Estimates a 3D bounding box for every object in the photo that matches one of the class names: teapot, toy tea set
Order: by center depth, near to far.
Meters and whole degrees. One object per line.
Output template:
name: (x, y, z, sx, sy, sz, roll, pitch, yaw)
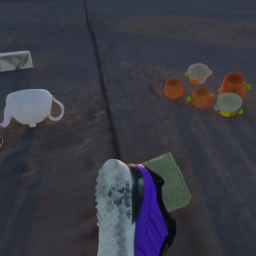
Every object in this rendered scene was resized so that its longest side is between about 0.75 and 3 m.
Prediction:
teapot: (-2.772, -0.521, 8.055, 1.339, 0.978, 1.321, -12, -2, 28)
toy tea set: (2.633, -1.214, 9.476, 2.790, 1.033, 1.659, 22, 67, 27)

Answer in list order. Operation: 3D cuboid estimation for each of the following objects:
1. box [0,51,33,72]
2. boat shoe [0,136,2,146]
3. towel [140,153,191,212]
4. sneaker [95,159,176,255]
box: (-5.068, -2.897, 12.185, 1.635, 0.672, 0.559, -14, 34, -19)
boat shoe: (-3.623, 0.478, 6.897, 0.460, 0.404, 1.293, 10, 31, 19)
towel: (0.404, 1.162, 5.320, 1.445, 0.264, 1.072, -18, 75, -14)
sneaker: (0.181, 1.607, 3.686, 1.142, 2.295, 0.798, 13, -16, -36)
